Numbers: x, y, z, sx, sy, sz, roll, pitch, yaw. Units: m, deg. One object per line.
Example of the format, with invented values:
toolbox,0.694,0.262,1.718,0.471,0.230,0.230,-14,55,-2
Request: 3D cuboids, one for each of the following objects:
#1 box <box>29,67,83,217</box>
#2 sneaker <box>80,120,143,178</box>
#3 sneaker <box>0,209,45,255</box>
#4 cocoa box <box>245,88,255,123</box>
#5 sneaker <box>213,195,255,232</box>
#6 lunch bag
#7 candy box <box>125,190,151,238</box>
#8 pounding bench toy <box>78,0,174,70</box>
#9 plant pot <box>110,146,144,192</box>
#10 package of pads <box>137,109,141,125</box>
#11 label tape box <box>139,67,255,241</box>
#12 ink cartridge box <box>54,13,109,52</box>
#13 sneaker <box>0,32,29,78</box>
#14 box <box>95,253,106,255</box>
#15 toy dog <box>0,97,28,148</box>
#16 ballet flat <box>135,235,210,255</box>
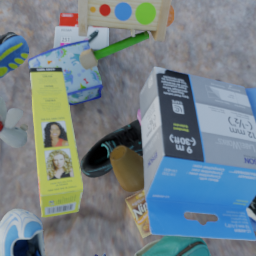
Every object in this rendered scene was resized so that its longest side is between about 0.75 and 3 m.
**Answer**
box,-1.355,0.147,5.068,0.660,0.991,2.634,-5,57,-19
sneaker,-0.153,0.535,8.213,2.798,1.109,1.055,-35,78,-9
sneaker,-2.187,2.949,5.781,0.958,0.950,2.644,23,115,38
cocoa box,3.327,0.213,6.179,1.401,1.424,2.135,-1,88,37
sneaker,3.121,2.392,7.939,2.440,1.088,0.958,30,39,-9
lunch bag,-1.925,-1.561,8.617,1.930,1.230,1.641,-17,78,-14
candy box,0.477,2.477,8.151,0.687,0.329,1.190,-25,79,-4
pounding bench toy,-0.040,-2.455,6.110,1.962,2.515,1.563,3,33,-7
plant pot,-0.017,0.866,6.478,0.864,0.927,0.864,-23,37,18
package of pads,1.433,0.463,7.029,1.598,1.004,2.653,-22,69,-4
label tape box,1.373,0.396,5.119,2.091,0.965,2.919,10,53,-16
ink cartridge box,-1.531,-3.269,9.436,1.772,0.386,1.538,2,79,0
sneaker,-3.583,-1.553,6.912,2.401,0.851,0.995,-35,50,-6
box,-0.843,2.825,4.936,0.220,0.822,1.357,30,116,20
toy dog,-3.119,-0.579,6.460,1.501,2.276,1.096,28,72,26
ballet flat,0.236,2.860,5.278,2.842,1.000,0.957,-23,105,-24
